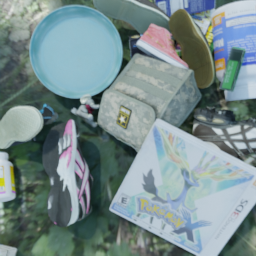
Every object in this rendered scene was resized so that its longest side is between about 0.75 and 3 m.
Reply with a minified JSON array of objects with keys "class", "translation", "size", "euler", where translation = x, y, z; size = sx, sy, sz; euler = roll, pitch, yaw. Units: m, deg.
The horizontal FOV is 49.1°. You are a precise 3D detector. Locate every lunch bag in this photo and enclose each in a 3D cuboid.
[{"class":"lunch bag","translation":[0.439,-0.608,7.707],"size":[1.986,1.423,2.421],"euler":[29,77,37]}]

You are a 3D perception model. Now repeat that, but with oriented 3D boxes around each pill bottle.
[{"class":"pill bottle","translation":[-3.496,1.351,7.683],"size":[0.663,0.663,1.272],"euler":[-12,70,-4]},{"class":"pill bottle","translation":[3.307,-2.156,8.229],"size":[1.481,1.481,2.644],"euler":[-6,93,-2]}]

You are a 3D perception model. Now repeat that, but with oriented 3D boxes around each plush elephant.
[{"class":"plush elephant","translation":[-1.150,-0.545,8.152],"size":[0.874,0.720,0.677],"euler":[29,75,23]}]

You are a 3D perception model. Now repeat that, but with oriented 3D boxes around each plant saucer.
[{"class":"plant saucer","translation":[-1.520,-2.216,8.325],"size":[2.687,0.368,2.687],"euler":[0,93,-3]}]

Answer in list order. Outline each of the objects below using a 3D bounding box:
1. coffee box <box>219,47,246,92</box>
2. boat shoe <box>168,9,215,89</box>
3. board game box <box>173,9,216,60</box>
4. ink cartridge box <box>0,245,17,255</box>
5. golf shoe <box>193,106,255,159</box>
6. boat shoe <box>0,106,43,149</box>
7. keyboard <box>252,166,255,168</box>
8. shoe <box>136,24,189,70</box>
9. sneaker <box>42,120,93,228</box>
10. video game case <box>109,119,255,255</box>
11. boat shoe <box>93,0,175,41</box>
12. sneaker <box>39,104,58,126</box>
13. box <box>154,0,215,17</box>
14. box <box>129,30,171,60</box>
[{"class":"coffee box","translation":[2.562,-1.476,6.859],"size":[0.349,1.585,0.975],"euler":[17,113,16]},{"class":"boat shoe","translation":[1.971,-2.287,8.076],"size":[0.814,0.885,2.477],"euler":[-4,69,-45]},{"class":"board game box","translation":[2.396,-3.129,9.542],"size":[1.288,0.288,2.458],"euler":[23,72,6]},{"class":"ink cartridge box","translation":[-3.319,3.115,6.835],"size":[0.747,1.033,0.435],"euler":[12,70,4]},{"class":"golf shoe","translation":[3.066,0.343,7.369],"size":[2.958,1.150,1.398],"euler":[18,105,42]},{"class":"boat shoe","translation":[-2.838,-0.017,7.449],"size":[0.751,2.413,0.900],"euler":[-18,87,-46]},{"class":"keyboard","translation":[3.203,1.384,7.410],"size":[2.001,1.271,0.206],"euler":[-10,105,1]},{"class":"shoe","translation":[1.111,-2.224,7.859],"size":[1.712,0.612,0.779],"euler":[35,93,14]},{"class":"sneaker","translation":[-1.515,1.171,7.507],"size":[1.086,1.168,2.705],"euler":[-7,78,31]},{"class":"video game case","translation":[1.388,1.597,6.801],"size":[2.943,0.324,2.683],"euler":[27,108,2]},{"class":"boat shoe","translation":[0.368,-3.707,8.853],"size":[2.942,1.049,0.886],"euler":[20,57,-23]},{"class":"sneaker","translation":[-2.709,-0.196,8.169],"size":[1.301,0.533,0.476],"euler":[-34,32,4]},{"class":"box","translation":[1.853,-4.355,9.238],"size":[1.975,1.196,0.320],"euler":[-9,34,4]},{"class":"box","translation":[0.707,-2.300,8.740],"size":[1.266,1.256,0.315],"euler":[-10,37,-4]}]
